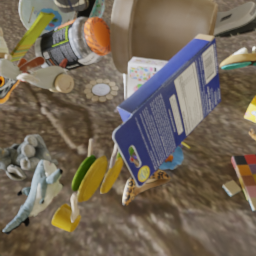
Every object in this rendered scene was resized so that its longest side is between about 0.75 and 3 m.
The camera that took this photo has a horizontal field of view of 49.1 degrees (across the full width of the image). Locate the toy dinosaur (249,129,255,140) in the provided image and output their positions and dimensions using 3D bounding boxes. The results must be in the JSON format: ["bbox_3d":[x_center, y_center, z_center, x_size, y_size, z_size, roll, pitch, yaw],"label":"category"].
[{"bbox_3d":[4.242,0.504,8.660,0.688,0.391,1.295,-17,36,-2],"label":"toy dinosaur"}]

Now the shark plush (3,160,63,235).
[{"bbox_3d":[-1.502,1.106,4.462,0.530,0.578,1.273,24,62,7],"label":"shark plush"}]

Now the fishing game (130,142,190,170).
[{"bbox_3d":[0.982,0.681,8.293,1.975,0.307,1.414,-23,50,-36],"label":"fishing game"}]

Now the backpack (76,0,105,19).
[{"bbox_3d":[-1.256,-4.024,9.386,0.873,1.030,1.160,20,20,-16],"label":"backpack"}]

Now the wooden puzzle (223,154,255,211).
[{"bbox_3d":[4.040,1.473,7.865,2.898,0.204,1.719,-3,49,-3],"label":"wooden puzzle"}]

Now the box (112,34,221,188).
[{"bbox_3d":[0.750,-0.302,5.107,0.425,1.589,2.623,28,63,39],"label":"box"}]

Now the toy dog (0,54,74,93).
[{"bbox_3d":[-1.993,-1.358,6.414,1.144,1.734,0.835,13,90,29],"label":"toy dog"}]

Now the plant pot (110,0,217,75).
[{"bbox_3d":[1.096,-2.653,7.640,2.331,2.687,2.687,12,49,17],"label":"plant pot"}]

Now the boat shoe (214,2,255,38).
[{"bbox_3d":[3.078,-3.131,8.665,0.860,0.710,2.507,-59,22,-4],"label":"boat shoe"}]

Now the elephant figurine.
[{"bbox_3d":[-3.151,0.868,7.892,1.678,1.302,1.187,-19,9,16],"label":"elephant figurine"}]

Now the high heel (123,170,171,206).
[{"bbox_3d":[0.508,1.613,7.507,1.028,0.515,1.442,13,41,19],"label":"high heel"}]

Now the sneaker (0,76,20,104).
[{"bbox_3d":[-4.608,-1.770,10.369,0.781,0.771,1.996,-2,47,0],"label":"sneaker"}]

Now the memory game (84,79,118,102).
[{"bbox_3d":[-1.009,-1.416,10.508,1.284,0.082,1.284,0,49,-1],"label":"memory game"}]

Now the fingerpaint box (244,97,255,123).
[{"bbox_3d":[5.229,-0.598,9.350,1.988,0.729,1.659,30,55,24],"label":"fingerpaint box"}]

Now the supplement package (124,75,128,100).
[{"bbox_3d":[0.384,-2.206,10.208,1.109,1.558,2.000,-2,48,-2],"label":"supplement package"}]

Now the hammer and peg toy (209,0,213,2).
[{"bbox_3d":[2.041,-4.021,9.139,1.827,0.644,1.343,-46,41,-18],"label":"hammer and peg toy"}]

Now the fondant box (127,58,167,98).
[{"bbox_3d":[0.734,-0.926,6.230,1.465,1.057,0.427,10,34,13],"label":"fondant box"}]

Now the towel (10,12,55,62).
[{"bbox_3d":[-2.883,-2.662,8.231,0.166,1.833,0.789,45,21,-8],"label":"towel"}]

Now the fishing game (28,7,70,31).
[{"bbox_3d":[-2.552,-3.479,9.093,1.214,0.869,0.189,11,50,-34],"label":"fishing game"}]

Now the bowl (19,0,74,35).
[{"bbox_3d":[-2.810,-4.036,9.423,1.837,1.837,0.826,-24,45,-20],"label":"bowl"}]

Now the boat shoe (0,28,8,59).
[{"bbox_3d":[-4.273,-2.523,8.201,1.007,0.907,2.791,-12,20,-39],"label":"boat shoe"}]

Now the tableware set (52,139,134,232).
[{"bbox_3d":[-0.472,0.721,5.318,0.414,1.816,2.696,26,48,12],"label":"tableware set"}]

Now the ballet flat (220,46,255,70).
[{"bbox_3d":[2.539,-1.469,5.831,1.324,0.454,0.417,-5,85,-4],"label":"ballet flat"}]

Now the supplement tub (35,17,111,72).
[{"bbox_3d":[-1.451,-2.200,7.508,1.935,1.186,1.186,-7,41,34],"label":"supplement tub"}]

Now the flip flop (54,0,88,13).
[{"bbox_3d":[-1.613,-3.622,7.979,1.385,0.561,0.399,15,51,34],"label":"flip flop"}]
